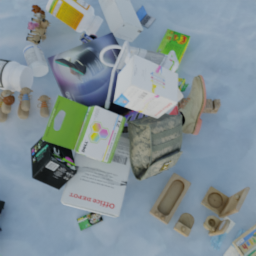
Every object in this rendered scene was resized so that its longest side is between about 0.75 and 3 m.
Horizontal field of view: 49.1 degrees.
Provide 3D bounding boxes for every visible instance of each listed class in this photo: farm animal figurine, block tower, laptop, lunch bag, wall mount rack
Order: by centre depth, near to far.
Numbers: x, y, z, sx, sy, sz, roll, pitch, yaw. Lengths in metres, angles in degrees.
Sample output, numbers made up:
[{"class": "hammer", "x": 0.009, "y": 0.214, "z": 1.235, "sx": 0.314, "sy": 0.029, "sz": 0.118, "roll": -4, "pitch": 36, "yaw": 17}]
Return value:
[{"class": "wall mount rack", "x": 0.311, "y": -1.561, "z": 8.885, "sx": 2.641, "sy": 2.295, "sz": 0.985, "roll": 6, "pitch": 55, "yaw": -20}, {"class": "lunch bag", "x": 0.965, "y": 0.667, "z": 9.515, "sx": 1.713, "sy": 2.088, "sz": 1.228, "roll": -16, "pitch": 19, "yaw": -39}, {"class": "block tower", "x": 2.890, "y": -0.905, "z": 11.467, "sx": 1.690, "sy": 0.488, "sz": 0.456, "roll": 1, "pitch": 63, "yaw": 2}, {"class": "farm animal figurine", "x": -3.937, "y": -4.492, "z": 12.532, "sx": 0.880, "sy": 1.670, "sz": 1.688, "roll": 11, "pitch": 94, "yaw": -16}, {"class": "laptop", "x": 0.826, "y": -5.326, "z": 13.441, "sx": 0.788, "sy": 0.457, "sz": 0.738, "roll": 31, "pitch": 70, "yaw": 13}]

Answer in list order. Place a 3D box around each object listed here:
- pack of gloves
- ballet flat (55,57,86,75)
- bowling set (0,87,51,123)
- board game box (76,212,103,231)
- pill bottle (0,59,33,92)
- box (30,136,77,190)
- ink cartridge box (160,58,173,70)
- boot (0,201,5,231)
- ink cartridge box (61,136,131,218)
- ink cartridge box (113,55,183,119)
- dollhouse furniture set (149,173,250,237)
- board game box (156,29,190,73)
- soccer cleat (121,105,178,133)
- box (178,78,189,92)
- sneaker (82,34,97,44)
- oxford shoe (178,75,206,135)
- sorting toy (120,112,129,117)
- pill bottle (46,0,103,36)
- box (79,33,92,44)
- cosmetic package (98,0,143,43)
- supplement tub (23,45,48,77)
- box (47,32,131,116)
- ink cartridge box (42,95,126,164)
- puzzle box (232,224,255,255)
[{"class": "pack of gloves", "x": 3.467, "y": 3.799, "z": 9.519, "sx": 1.028, "sy": 0.242, "sz": 1.224, "roll": 35, "pitch": 71, "yaw": 15}, {"class": "ballet flat", "x": -1.912, "y": -2.168, "z": 9.497, "sx": 1.120, "sy": 0.409, "sz": 0.409, "roll": 24, "pitch": 68, "yaw": -2}, {"class": "bowling set", "x": -4.301, "y": -1.160, "z": 11.040, "sx": 2.289, "sy": 1.593, "sz": 1.229, "roll": -6, "pitch": 65, "yaw": -7}, {"class": "board game box", "x": -1.346, "y": 3.233, "z": 9.849, "sx": 0.847, "sy": 0.099, "sz": 0.444, "roll": -22, "pitch": 70, "yaw": -9}, {"class": "pill bottle", "x": -5.173, "y": -2.193, "z": 11.549, "sx": 2.223, "sy": 1.266, "sz": 1.266, "roll": 12, "pitch": 67, "yaw": 9}, {"class": "box", "x": -2.438, "y": 1.049, "z": 9.077, "sx": 0.908, "sy": 1.085, "sz": 1.461, "roll": -44, "pitch": 37, "yaw": 12}, {"class": "ink cartridge box", "x": 1.145, "y": -2.076, "z": 10.910, "sx": 0.508, "sy": 1.200, "sz": 0.867, "roll": 35, "pitch": 55, "yaw": 1}, {"class": "boot", "x": -5.534, "y": 3.356, "z": 9.344, "sx": 2.581, "sy": 0.955, "sz": 2.115, "roll": 9, "pitch": 65, "yaw": -1}, {"class": "ink cartridge box", "x": -0.996, "y": 1.582, "z": 9.824, "sx": 1.950, "sy": 1.132, "sz": 2.703, "roll": 15, "pitch": 68, "yaw": -2}, {"class": "ink cartridge box", "x": 0.642, "y": -1.152, "z": 8.425, "sx": 1.765, "sy": 1.134, "sz": 1.105, "roll": 18, "pitch": 60, "yaw": -22}, {"class": "dollhouse furniture set", "x": 2.239, "y": 2.448, "z": 9.246, "sx": 2.230, "sy": 1.817, "sz": 2.121, "roll": 32, "pitch": 70, "yaw": 13}, {"class": "board game box", "x": 1.862, "y": -3.309, "z": 12.506, "sx": 1.126, "sy": 0.528, "sz": 2.217, "roll": 22, "pitch": 68, "yaw": 9}, {"class": "soccer cleat", "x": 0.599, "y": -0.477, "z": 10.436, "sx": 2.958, "sy": 1.009, "sz": 1.082, "roll": -13, "pitch": 93, "yaw": -27}, {"class": "box", "x": 1.832, "y": -1.806, "z": 11.629, "sx": 1.263, "sy": 0.305, "sz": 0.741, "roll": 11, "pitch": 40, "yaw": 23}, {"class": "sneaker", "x": -1.796, "y": -2.971, "z": 11.903, "sx": 0.842, "sy": 0.949, "sz": 2.246, "roll": 14, "pitch": 75, "yaw": -16}, {"class": "oxford shoe", "x": 2.370, "y": -0.845, "z": 10.536, "sx": 0.848, "sy": 0.813, "sz": 2.296, "roll": 3, "pitch": 102, "yaw": -6}, {"class": "sorting toy", "x": -0.787, "y": 0.032, "z": 11.062, "sx": 2.719, "sy": 0.364, "sz": 2.025, "roll": 24, "pitch": 79, "yaw": 5}, {"class": "pill bottle", "x": -2.346, "y": -5.126, "z": 12.544, "sx": 2.316, "sy": 1.286, "sz": 1.286, "roll": 31, "pitch": 67, "yaw": -18}, {"class": "box", "x": -1.628, "y": -3.584, "z": 11.729, "sx": 0.818, "sy": 0.287, "sz": 0.263, "roll": 33, "pitch": 51, "yaw": -31}, {"class": "cosmetic package", "x": -0.356, "y": -5.174, "z": 12.827, "sx": 1.285, "sy": 0.924, "sz": 2.276, "roll": 5, "pitch": 58, "yaw": -43}, {"class": "supplement tub", "x": -4.018, "y": -2.930, "z": 12.192, "sx": 0.807, "sy": 0.807, "sz": 1.223, "roll": -20, "pitch": 68, "yaw": -9}, {"class": "box", "x": -1.197, "y": -1.664, "z": 10.447, "sx": 2.640, "sy": 1.640, "sz": 2.662, "roll": -25, "pitch": 73, "yaw": -7}, {"class": "ink cartridge box", "x": -1.363, "y": 0.045, "z": 8.732, "sx": 2.126, "sy": 0.805, "sz": 1.572, "roll": 21, "pitch": 83, "yaw": -23}, {"class": "puzzle box", "x": 4.423, "y": 3.894, "z": 9.437, "sx": 1.565, "sy": 0.199, "sz": 1.041, "roll": -31, "pitch": 76, "yaw": -13}]
